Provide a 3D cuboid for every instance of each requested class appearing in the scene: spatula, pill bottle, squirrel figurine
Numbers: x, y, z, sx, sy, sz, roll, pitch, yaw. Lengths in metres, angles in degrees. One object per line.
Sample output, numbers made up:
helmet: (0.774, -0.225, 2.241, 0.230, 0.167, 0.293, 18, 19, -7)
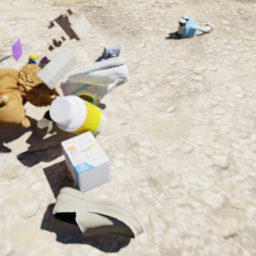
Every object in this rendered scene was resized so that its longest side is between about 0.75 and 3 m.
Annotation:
spatula: (-4.160, -2.217, 9.289, 0.234, 0.643, 2.276, 16, 47, 15)
pill bottle: (-1.540, -0.342, 8.689, 1.056, 1.932, 1.056, -4, 79, 21)
squirrel figurine: (-3.584, -1.032, 9.020, 2.526, 1.788, 2.358, -29, 34, -10)

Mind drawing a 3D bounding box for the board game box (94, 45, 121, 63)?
board game box: (-0.875, -2.950, 11.865, 1.065, 1.066, 0.329, -20, 63, -39)

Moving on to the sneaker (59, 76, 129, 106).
sneaker: (-1.046, -1.358, 9.719, 2.471, 0.945, 0.998, -19, 72, -20)

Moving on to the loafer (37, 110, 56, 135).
loafer: (-2.746, -0.208, 9.595, 0.514, 0.456, 1.352, 27, 31, 1)

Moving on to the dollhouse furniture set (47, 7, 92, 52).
dollhouse furniture set: (-2.756, -4.039, 11.723, 2.170, 1.125, 0.961, -10, 40, 42)

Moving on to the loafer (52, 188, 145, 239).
loafer: (-0.802, 2.251, 6.856, 2.475, 0.936, 0.845, 10, 45, 24)

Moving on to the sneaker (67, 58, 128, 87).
sneaker: (-0.953, -1.640, 8.909, 1.921, 0.773, 0.734, -12, 30, 1)

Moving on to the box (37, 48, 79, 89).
box: (-2.126, -1.795, 8.494, 0.502, 0.418, 1.222, 41, 81, 22)

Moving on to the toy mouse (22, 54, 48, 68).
toy mouse: (-4.215, -3.163, 13.058, 1.314, 0.254, 1.168, -17, 46, -18)

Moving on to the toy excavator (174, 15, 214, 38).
toy excavator: (3.607, -5.359, 15.112, 1.761, 0.880, 1.712, 26, 50, 8)

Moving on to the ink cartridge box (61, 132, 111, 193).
ink cartridge box: (-1.222, 0.976, 8.120, 0.959, 0.942, 1.302, -21, 47, -21)
